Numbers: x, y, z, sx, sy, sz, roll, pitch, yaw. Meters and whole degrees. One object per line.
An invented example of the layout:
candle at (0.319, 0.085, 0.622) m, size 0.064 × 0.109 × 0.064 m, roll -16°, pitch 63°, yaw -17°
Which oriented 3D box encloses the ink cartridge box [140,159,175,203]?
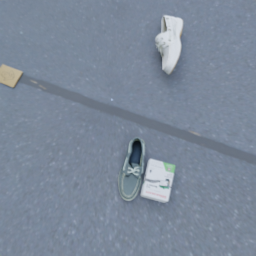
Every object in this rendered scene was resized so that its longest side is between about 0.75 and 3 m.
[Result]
ink cartridge box at (1.060, 1.898, 9.995) m, size 0.965 × 0.557 × 1.321 m, roll 14°, pitch 73°, yaw 0°

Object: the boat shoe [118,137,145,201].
boat shoe at (0.134, 1.414, 10.062) m, size 0.841 × 0.713 × 2.309 m, roll 11°, pitch 71°, yaw 7°

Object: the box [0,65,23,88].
box at (-4.939, -2.135, 11.536) m, size 0.953 × 0.101 × 0.779 m, roll 21°, pitch 74°, yaw 7°

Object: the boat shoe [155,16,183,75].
boat shoe at (1.540, -3.405, 11.335) m, size 0.980 × 1.001 × 2.827 m, roll 16°, pitch 59°, yaw -12°
